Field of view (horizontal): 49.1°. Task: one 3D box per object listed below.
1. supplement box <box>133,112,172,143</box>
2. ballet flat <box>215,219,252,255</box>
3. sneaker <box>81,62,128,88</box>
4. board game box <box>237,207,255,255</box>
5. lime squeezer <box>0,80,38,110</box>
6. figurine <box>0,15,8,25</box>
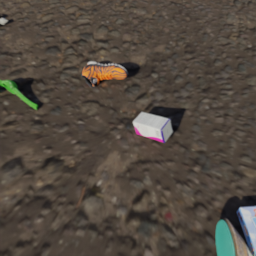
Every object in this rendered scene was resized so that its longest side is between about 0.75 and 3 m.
[{"bbox_3d":[0.692,-0.024,7.907,0.980,0.496,0.506,16,51,34],"label":"supplement box"},{"bbox_3d":[2.242,2.848,5.661,0.654,0.662,1.946,14,53,-15],"label":"ballet flat"},{"bbox_3d":[-0.853,-1.716,9.510,1.598,0.620,0.895,10,54,22],"label":"sneaker"},{"bbox_3d":[3.261,2.517,6.047,1.272,0.308,1.682,-4,49,-3],"label":"board game box"},{"bbox_3d":[-4.226,-1.083,9.091,2.784,0.525,0.983,3,81,1],"label":"lime squeezer"},{"bbox_3d":[-5.764,-4.610,12.045,0.944,0.406,0.921,37,55,26],"label":"figurine"}]
